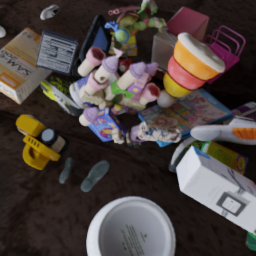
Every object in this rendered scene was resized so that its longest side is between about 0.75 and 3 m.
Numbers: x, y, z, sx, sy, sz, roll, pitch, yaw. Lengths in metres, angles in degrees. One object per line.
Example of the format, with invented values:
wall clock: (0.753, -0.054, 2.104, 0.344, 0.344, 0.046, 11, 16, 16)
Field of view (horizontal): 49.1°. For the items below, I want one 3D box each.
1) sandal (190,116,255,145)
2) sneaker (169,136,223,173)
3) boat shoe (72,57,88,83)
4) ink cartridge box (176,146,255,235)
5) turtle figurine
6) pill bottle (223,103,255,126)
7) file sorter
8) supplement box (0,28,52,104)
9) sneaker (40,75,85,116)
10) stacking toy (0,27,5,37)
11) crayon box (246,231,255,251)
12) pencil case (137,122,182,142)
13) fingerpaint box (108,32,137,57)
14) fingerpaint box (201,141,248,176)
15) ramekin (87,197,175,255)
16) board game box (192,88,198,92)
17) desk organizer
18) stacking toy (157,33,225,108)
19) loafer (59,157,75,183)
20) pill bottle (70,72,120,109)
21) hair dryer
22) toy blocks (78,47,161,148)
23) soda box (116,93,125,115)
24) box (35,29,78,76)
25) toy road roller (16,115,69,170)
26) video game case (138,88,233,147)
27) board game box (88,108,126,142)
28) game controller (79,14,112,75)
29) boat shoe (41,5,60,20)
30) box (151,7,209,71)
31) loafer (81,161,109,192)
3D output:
sandal: (3.147, -0.026, 8.489, 2.428, 0.930, 0.696, 4, 60, 8)
sneaker: (2.223, 0.735, 8.978, 2.213, 0.824, 0.936, -40, 66, -22)
boat shoe: (-1.798, -2.535, 11.155, 0.712, 0.582, 1.928, 10, 59, 6)
ink cartridge box: (2.548, 1.601, 7.117, 2.513, 1.455, 0.838, 31, 104, -3)
turtle figurine: (0.484, -3.623, 10.949, 2.878, 2.071, 2.791, 24, 49, -10)
pill bottle: (4.061, -0.381, 9.692, 1.413, 0.794, 0.794, -22, 61, -13)
file sorter: (3.459, -2.966, 11.069, 1.895, 1.188, 1.317, -38, 65, -21)
supplement box: (-3.993, -2.411, 10.693, 1.632, 0.952, 2.589, 32, 63, 4)
sneaker: (-2.285, -1.299, 10.253, 2.180, 0.812, 0.922, 37, 65, 21)
stacking toy: (-6.213, -4.548, 12.257, 1.843, 1.346, 1.346, 27, 60, -5)
crayon box: (4.140, 2.601, 7.594, 1.432, 0.484, 1.660, -2, 50, 41)
pencil case: (0.947, 0.135, 8.303, 1.265, 0.566, 0.492, 5, 53, -19)
fingerpaint box: (-0.309, -3.536, 11.849, 1.259, 0.462, 1.051, -5, 58, -3)
fingerpaint box: (2.650, 1.380, 8.351, 1.311, 0.576, 1.571, 25, 74, -4)
ramekin: (0.128, 2.915, 7.292, 2.409, 1.122, 2.409, 3, 63, -5)
board game box: (2.339, -1.798, 10.728, 0.628, 0.195, 0.832, 20, 53, -27)
desk organizer: (0.741, -2.058, 10.456, 1.582, 0.609, 0.567, 28, 27, 15)
stacking toy: (1.746, -1.665, 9.307, 1.809, 2.476, 1.809, 30, 28, -18)
loafer: (-1.903, 1.374, 8.907, 0.307, 0.269, 0.855, 1, 64, 37)
pill bottle: (-1.066, -1.393, 9.470, 1.588, 0.951, 0.951, -28, 59, 13)
hair dryer: (-0.354, -2.292, 9.373, 1.419, 0.385, 1.080, 4, 50, -46)
toy blocks: (-0.021, -1.162, 8.448, 2.444, 2.202, 2.616, 16, 56, -33)
soda box: (-0.776, -1.445, 10.430, 0.713, 0.666, 2.092, -21, 61, -12)
box: (-2.513, -2.667, 9.906, 1.227, 1.217, 0.756, 14, 24, -19)
toy road roller: (-2.916, 0.508, 8.945, 1.767, 1.086, 1.290, 28, 77, 24)
video game case: (1.890, -0.441, 9.608, 2.644, 0.235, 1.892, -21, 39, -10)
board game box: (-0.719, -0.068, 9.050, 0.877, 1.304, 0.292, -13, 53, 20)
game controller: (-1.124, -2.986, 10.250, 0.533, 1.320, 2.531, 4, 55, 13)
boat shoe: (-3.611, -5.357, 13.080, 0.361, 0.379, 1.054, 29, 53, 18)
box: (2.067, -3.502, 11.243, 1.227, 1.439, 2.251, 31, 63, 18)
loafer: (-0.977, 1.431, 8.376, 0.397, 0.348, 1.105, 40, 84, 12)
